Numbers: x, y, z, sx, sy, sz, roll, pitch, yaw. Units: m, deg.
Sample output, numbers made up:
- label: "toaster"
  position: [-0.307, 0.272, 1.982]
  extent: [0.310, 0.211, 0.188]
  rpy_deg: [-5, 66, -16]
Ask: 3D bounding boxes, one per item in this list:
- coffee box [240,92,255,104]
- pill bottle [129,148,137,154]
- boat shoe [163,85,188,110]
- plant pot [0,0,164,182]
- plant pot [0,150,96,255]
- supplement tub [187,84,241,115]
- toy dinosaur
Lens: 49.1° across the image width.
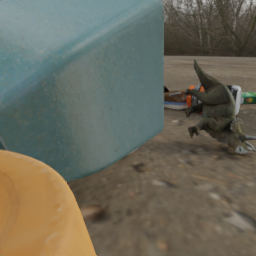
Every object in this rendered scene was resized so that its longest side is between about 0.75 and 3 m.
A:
- label: "coffee box"
  position: [4.324, -1.124, 10.558]
  extent: [1.312, 0.289, 0.807]
  rpy_deg: [-5, 18, -13]
- label: "pill bottle"
  position: [-0.201, -0.085, 5.791]
  extent: [0.718, 0.718, 1.277]
  rpy_deg: [-7, 49, -20]
- label: "boat shoe"
  position: [1.134, -1.145, 9.852]
  extent: [2.044, 0.740, 0.738]
  rpy_deg: [8, 19, 24]
- label: "plant pot"
  position: [-0.964, -0.505, 3.612]
  extent: [2.039, 2.033, 2.077]
  rpy_deg: [29, 53, 32]
- label: "plant pot"
  position: [-0.968, 1.105, 1.121]
  extent: [2.312, 1.618, 2.312]
  rpy_deg: [0, 18, 0]
- label: "supplement tub"
  position: [2.677, -0.905, 8.775]
  extent: [1.511, 0.926, 0.926]
  rpy_deg: [10, 20, 28]
- label: "toy dinosaur"
  position: [1.876, -0.399, 6.099]
  extent: [1.169, 2.285, 0.879]
  rpy_deg: [-11, -19, -1]
